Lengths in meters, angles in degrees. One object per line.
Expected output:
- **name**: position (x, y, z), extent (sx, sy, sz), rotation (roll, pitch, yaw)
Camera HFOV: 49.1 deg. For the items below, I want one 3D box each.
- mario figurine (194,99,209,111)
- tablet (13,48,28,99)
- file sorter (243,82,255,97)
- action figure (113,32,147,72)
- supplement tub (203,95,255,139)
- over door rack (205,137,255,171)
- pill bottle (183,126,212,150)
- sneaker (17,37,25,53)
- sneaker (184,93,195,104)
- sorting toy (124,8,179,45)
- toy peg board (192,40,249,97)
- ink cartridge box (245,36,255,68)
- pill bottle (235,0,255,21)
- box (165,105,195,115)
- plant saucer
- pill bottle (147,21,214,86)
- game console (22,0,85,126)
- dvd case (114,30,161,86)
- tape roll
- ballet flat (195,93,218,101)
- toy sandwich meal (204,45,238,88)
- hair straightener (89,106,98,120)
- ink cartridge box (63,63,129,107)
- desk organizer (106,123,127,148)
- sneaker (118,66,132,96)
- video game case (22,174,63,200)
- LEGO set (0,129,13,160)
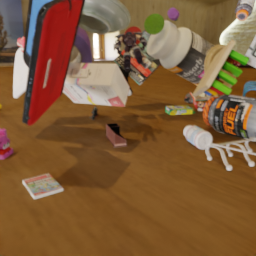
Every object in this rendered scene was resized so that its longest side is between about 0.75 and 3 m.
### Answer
- **mario figurine**: position (3.755, -1.105, 13.650), extent (1.100, 0.583, 0.679), rotation (10, 19, 25)
- **tablet**: position (-2.631, -2.304, 8.312), extent (2.985, 1.943, 0.204), rotation (-27, -31, 35)
- **file sorter**: position (5.545, -0.963, 11.426), extent (1.774, 1.569, 2.557), rotation (7, 17, 21)
- **action figure**: position (0.062, -2.377, 8.286), extent (1.031, 0.550, 1.585), rotation (-14, 45, 10)
- **supplement tub**: position (3.880, -0.387, 9.737), extent (1.412, 1.412, 2.305), rotation (-13, 20, -38)
- **over door rack**: position (3.344, 0.621, 7.145), extent (1.681, 0.758, 2.276), rotation (-7, -3, -24)
- **pill bottle**: position (2.197, 0.265, 9.001), extent (0.578, 0.578, 1.062), rotation (-4, 16, -13)
- **sneaker**: position (-3.007, -2.509, 8.233), extent (0.343, 0.404, 0.931), rotation (1, 33, -37)
- **sneaker**: position (3.382, -1.680, 15.809), extent (0.517, 0.486, 1.262), rotation (-8, 16, -4)
- **sorting toy**: position (0.928, -3.686, 10.493), extent (2.177, 0.755, 0.750), rotation (-25, -10, 17)
- **toy peg board**: position (2.901, -1.636, 8.755), extent (0.776, 1.587, 1.580), rotation (31, -4, 2)
- **ink cartridge box**: position (3.970, -2.560, 7.977), extent (0.578, 0.988, 1.703), rotation (34, -10, 14)
- **pill bottle**: position (3.789, -3.927, 9.068), extent (0.529, 0.529, 0.996), rotation (11, 63, 32)
- **box**: position (2.466, -0.838, 13.230), extent (1.273, 0.308, 0.747), rotation (-2, 17, -11)
- **plant saucer**: position (-1.040, -3.400, 8.605), extent (2.205, 0.553, 2.205), rotation (14, -7, 2)
- **pill bottle**: position (2.348, -2.918, 11.238), extent (2.999, 1.745, 1.745), rotation (20, 6, -27)
- **game console**: position (-1.924, -1.711, 5.649), extent (1.484, 2.501, 2.155), rotation (25, 39, 0)
- **dvd case**: position (0.777, -3.394, 13.066), extent (1.757, 2.407, 0.265), rotation (44, -3, 9)
- **tape roll**: position (-2.540, -2.756, 10.319), extent (2.367, 2.367, 1.006), rotation (-3, 44, -9)
- **ballet flat**: position (4.509, -1.810, 16.209), extent (1.382, 0.465, 0.471), rotation (2, 17, 6)
- **toy sandwich meal**: position (3.309, -2.158, 10.204), extent (1.767, 1.767, 0.605), rotation (-8, 10, -27)
- **hair straightener**: position (-1.538, -0.697, 12.362), extent (0.272, 0.511, 1.327), rotation (4, 17, 4)
- **ink cartridge box**: position (-1.184, -1.233, 8.055), extent (2.138, 0.721, 1.245), rotation (6, -20, 21)
- **desk organizer**: position (-0.417, 0.223, 9.340), extent (0.430, 0.462, 1.199), rotation (-5, 17, -17)
- **sneaker**: position (-0.083, -1.980, 11.164), extent (0.844, 0.551, 1.509), rotation (-32, 60, -16)
- **video game case**: position (-1.951, 1.307, 6.357), extent (0.649, 0.079, 0.908), rotation (-11, 20, -33)
- **LEGO set**: position (-4.092, 0.580, 7.032), extent (1.011, 1.088, 2.651), rotation (1, 17, 7)
